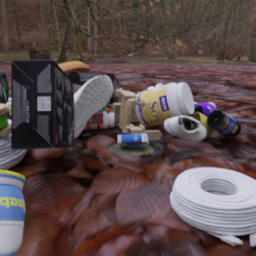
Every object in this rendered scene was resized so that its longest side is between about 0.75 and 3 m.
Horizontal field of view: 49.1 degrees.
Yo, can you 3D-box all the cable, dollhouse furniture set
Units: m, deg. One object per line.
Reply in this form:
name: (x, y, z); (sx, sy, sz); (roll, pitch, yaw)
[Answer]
cable: (-4.149, 0.515, 7.548); (2.746, 0.951, 2.747); (-12, 21, -36)
cable: (1.705, 1.334, 5.374); (1.788, 0.619, 1.787); (10, 19, 31)
dollhouse furniture set: (0.333, -0.551, 10.301); (1.222, 1.431, 2.760); (-1, 18, -16)

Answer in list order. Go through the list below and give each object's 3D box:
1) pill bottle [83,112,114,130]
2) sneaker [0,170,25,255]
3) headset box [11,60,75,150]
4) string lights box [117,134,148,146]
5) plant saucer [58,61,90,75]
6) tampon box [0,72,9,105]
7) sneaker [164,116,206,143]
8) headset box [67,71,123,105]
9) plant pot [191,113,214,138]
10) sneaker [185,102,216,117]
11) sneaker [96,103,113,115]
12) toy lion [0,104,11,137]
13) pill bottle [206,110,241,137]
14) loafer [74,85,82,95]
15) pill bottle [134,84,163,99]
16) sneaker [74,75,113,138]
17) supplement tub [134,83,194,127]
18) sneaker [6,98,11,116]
pill bottle: (-1.145, -0.285, 10.768); (1.225, 0.671, 0.671); (-1, 17, -3)
sneaker: (-1.864, 1.281, 2.940); (0.786, 2.126, 0.874); (20, 38, -51)
headset box: (-2.023, -0.430, 7.180); (1.003, 1.934, 2.598); (-1, -2, -2)
string lights box: (0.157, 0.383, 8.703); (0.895, 0.264, 0.460); (-4, -18, 10)
plant saucer: (-3.138, -2.649, 13.684); (2.529, 0.473, 2.529); (-19, 1, 0)
tampon box: (-6.601, -1.606, 13.131); (1.549, 1.838, 2.453); (-4, 17, -14)
sneaker: (1.885, 0.056, 8.336); (1.829, 0.668, 0.648); (9, -16, -43)
headset box: (-1.381, -1.580, 12.813); (2.032, 1.055, 2.731); (5, -9, 11)
plant pot: (2.567, -0.005, 9.676); (0.656, 0.924, 0.924); (15, 14, -12)
sneaker: (2.555, -0.641, 10.686); (0.831, 0.581, 1.671); (-13, 13, -27)
sneaker: (-1.009, -0.773, 11.867); (2.449, 0.978, 0.874); (-15, 22, -43)
toy lion: (-4.372, 0.003, 6.828); (2.269, 0.779, 2.175); (12, 31, 33)
pill bottle: (3.216, -0.113, 9.300); (1.253, 0.701, 0.701); (19, 1, -40)
loafer: (-2.600, -0.932, 10.976); (0.814, 0.734, 2.151); (43, 62, 15)
pill bottle: (0.940, -1.234, 12.270); (1.599, 0.888, 0.888); (-34, 0, 28)
sneaker: (-1.736, -0.881, 10.176); (1.196, 1.135, 2.971); (7, 48, 50)
supplement tub: (1.305, -0.846, 10.171); (1.859, 1.352, 1.352); (-13, 8, 30)
sneaker: (-4.482, -0.764, 11.931); (1.716, 1.094, 2.969); (-2, 7, -1)
